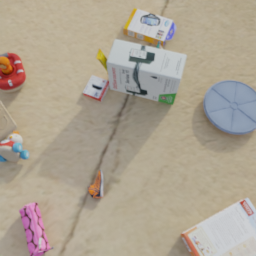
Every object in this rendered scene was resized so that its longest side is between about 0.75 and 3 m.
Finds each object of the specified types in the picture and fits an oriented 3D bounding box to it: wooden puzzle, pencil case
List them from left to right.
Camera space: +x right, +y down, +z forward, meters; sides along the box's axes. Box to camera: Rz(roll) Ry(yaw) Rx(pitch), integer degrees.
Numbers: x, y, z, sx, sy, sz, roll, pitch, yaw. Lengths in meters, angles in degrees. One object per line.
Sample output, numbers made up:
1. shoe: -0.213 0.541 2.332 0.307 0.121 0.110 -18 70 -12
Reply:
1. wooden puzzle: -5.417 -0.146 11.300 1.486 0.371 1.605 -39 73 -5
2. pencil case: -3.215 3.462 9.628 0.810 0.836 1.785 -19 69 -17

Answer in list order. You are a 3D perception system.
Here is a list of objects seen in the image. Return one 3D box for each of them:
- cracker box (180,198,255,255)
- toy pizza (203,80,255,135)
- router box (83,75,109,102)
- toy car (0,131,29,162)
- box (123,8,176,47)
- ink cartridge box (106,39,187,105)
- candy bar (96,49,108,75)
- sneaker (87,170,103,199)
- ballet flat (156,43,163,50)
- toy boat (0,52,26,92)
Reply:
1. cracker box: 3.387 3.811 9.521 2.650 0.764 1.775 -25 70 -9
2. toy pizza: 4.355 -0.853 11.654 2.511 0.398 2.511 1 67 -1
3. router box: -1.355 -1.700 12.087 0.869 0.236 0.968 20 69 8
4. toy car: -4.460 0.586 10.787 1.113 1.068 1.207 -7 55 8
5. box: 1.065 -4.715 13.231 2.289 0.475 1.362 22 69 6
6. ink cartridge box: 0.678 -2.189 11.289 2.876 2.108 1.195 15 69 7
7. candy bar: -0.932 -2.559 11.027 0.185 1.669 0.416 14 82 13
8. sneaker: -1.225 2.090 10.433 0.588 0.407 1.050 0 67 -1
9. ballet flat: 1.441 -3.401 12.787 0.341 0.345 1.015 13 72 -16
10. toy boat: -5.144 -2.502 11.860 1.261 1.263 1.933 -21 69 -8
